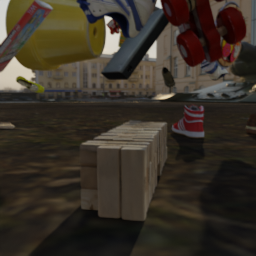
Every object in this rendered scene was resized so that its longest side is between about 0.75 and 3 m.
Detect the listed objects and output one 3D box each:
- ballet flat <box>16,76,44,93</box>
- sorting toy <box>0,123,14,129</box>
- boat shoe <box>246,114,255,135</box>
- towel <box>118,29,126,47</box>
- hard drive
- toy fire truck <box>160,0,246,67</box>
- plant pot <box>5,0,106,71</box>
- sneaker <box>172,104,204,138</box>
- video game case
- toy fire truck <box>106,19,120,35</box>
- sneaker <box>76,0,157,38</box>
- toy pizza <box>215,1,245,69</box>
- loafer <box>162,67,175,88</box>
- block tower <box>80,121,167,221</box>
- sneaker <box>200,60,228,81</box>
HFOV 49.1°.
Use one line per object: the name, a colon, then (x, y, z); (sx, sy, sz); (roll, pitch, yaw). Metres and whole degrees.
ballet flat: (-2.672, -1.138, 7.577); (0.784, 0.262, 0.263); (28, 23, -14)
sorting toy: (-4.420, -0.053, 9.395); (1.023, 0.151, 0.756); (0, 10, -32)
boat shoe: (4.341, -0.208, 8.332); (1.886, 0.698, 0.696); (-4, 7, -28)
towel: (0.086, -3.632, 10.183); (0.707, 1.644, 0.148); (8, 47, -6)
hard drive: (0.232, -2.487, 8.455); (0.388, 2.359, 1.646); (39, -8, -25)
toy fire truck: (1.551, -2.869, 6.955); (1.453, 2.591, 2.176); (-30, 31, 1)
plant pot: (-2.147, -3.176, 9.226); (2.476, 2.631, 2.631); (6, 8, 13)
sneaker: (1.663, -0.235, 7.813); (0.550, 0.869, 1.545); (-2, 7, -14)
video game case: (-2.631, -2.064, 6.610); (0.189, 2.164, 1.547); (40, 11, -18)
toy fire truck: (-0.594, -4.503, 12.333); (0.425, 0.636, 0.758); (8, 53, 42)
sneaker: (-0.767, -2.949, 5.861); (2.917, 1.286, 1.098); (23, 7, -20)
toy pizza: (3.152, -2.798, 8.540); (0.311, 1.964, 1.964); (16, 16, 41)
loafer: (1.128, -1.465, 8.065); (0.293, 0.778, 0.271); (-25, -39, 4)
block tower: (0.092, 0.342, 3.666); (0.663, 0.710, 2.455); (2, 6, 12)
sneaker: (3.078, -2.319, 10.069); (0.713, 1.766, 1.020); (-15, -45, 36)
